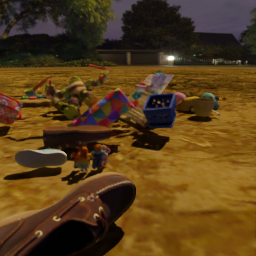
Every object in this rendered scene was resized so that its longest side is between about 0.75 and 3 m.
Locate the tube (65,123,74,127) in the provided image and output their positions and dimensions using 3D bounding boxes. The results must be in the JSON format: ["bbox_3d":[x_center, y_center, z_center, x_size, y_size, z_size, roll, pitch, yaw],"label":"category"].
[{"bbox_3d":[-1.633,0.155,7.370,0.330,0.369,1.272,39,36,19],"label":"tube"}]

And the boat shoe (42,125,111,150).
[{"bbox_3d":[-1.199,0.238,6.662,1.612,0.567,0.567,-2,13,-1],"label":"boat shoe"}]

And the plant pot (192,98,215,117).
[{"bbox_3d":[2.747,-0.753,10.306,0.837,0.594,0.837,4,14,-1],"label":"plant pot"}]

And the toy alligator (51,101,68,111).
[{"bbox_3d":[-2.569,-0.797,11.022,1.385,0.333,0.459,22,11,40],"label":"toy alligator"}]

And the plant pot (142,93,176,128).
[{"bbox_3d":[0.927,-0.443,7.803,0.811,0.729,0.811,-2,36,22],"label":"plant pot"}]

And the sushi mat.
[{"bbox_3d":[0.405,-0.735,9.369,1.101,0.139,2.300,-45,29,-5],"label":"sushi mat"}]

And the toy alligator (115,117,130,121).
[{"bbox_3d":[-0.661,-0.417,9.532,1.540,0.370,0.510,-4,16,-12],"label":"toy alligator"}]

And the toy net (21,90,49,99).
[{"bbox_3d":[-4.437,-1.712,14.380,1.906,0.368,1.000,1,15,3],"label":"toy net"}]

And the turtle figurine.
[{"bbox_3d":[-1.562,-0.986,8.186,2.402,0.774,1.937,-14,39,-8],"label":"turtle figurine"}]

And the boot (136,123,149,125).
[{"bbox_3d":[0.659,-0.420,8.995,0.871,0.602,0.337,-6,9,0],"label":"boot"}]

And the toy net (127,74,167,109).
[{"bbox_3d":[0.453,-0.997,8.846,1.948,1.022,0.376,-29,59,1],"label":"toy net"}]

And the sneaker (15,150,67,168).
[{"bbox_3d":[-1.729,0.610,5.632,0.993,0.367,0.407,6,0,-9],"label":"sneaker"}]

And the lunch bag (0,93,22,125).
[{"bbox_3d":[-3.731,-0.523,8.528,0.995,0.463,1.129,25,-36,-27],"label":"lunch bag"}]

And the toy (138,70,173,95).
[{"bbox_3d":[0.832,-1.735,12.032,1.313,0.538,2.281,11,49,40],"label":"toy"}]

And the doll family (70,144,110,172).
[{"bbox_3d":[-0.693,0.565,5.456,0.830,0.515,0.374,-4,22,-22],"label":"doll family"}]

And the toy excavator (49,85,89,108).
[{"bbox_3d":[-2.291,-1.277,10.671,1.306,1.270,0.652,27,51,-7],"label":"toy excavator"}]

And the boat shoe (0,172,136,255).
[{"bbox_3d":[-0.601,1.129,3.218,2.000,0.704,0.703,-22,23,-38],"label":"boat shoe"}]

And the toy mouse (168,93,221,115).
[{"bbox_3d":[2.839,-1.214,12.114,2.938,0.569,2.611,9,17,29],"label":"toy mouse"}]

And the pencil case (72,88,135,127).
[{"bbox_3d":[-0.637,-0.326,7.318,1.646,0.727,0.727,-34,20,-3],"label":"pencil case"}]
